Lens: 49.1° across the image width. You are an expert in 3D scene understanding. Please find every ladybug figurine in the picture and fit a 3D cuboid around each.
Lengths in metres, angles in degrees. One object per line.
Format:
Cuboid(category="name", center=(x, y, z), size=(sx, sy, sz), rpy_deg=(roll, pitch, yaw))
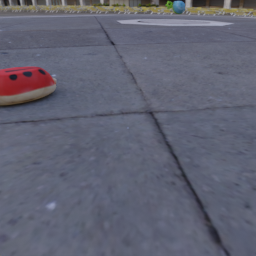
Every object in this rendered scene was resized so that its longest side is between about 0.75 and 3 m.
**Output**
Cuboid(category="ladybug figurine", center=(-3.932, -1.578, 10.019), size=(2.776, 0.999, 1.885), rpy_deg=(-18, 32, -32))

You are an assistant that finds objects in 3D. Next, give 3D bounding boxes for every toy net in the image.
Cuboid(category="toy net", center=(1.478, -4.243, 8.624), size=(0.708, 1.349, 0.261), rpy_deg=(4, 0, -13))
